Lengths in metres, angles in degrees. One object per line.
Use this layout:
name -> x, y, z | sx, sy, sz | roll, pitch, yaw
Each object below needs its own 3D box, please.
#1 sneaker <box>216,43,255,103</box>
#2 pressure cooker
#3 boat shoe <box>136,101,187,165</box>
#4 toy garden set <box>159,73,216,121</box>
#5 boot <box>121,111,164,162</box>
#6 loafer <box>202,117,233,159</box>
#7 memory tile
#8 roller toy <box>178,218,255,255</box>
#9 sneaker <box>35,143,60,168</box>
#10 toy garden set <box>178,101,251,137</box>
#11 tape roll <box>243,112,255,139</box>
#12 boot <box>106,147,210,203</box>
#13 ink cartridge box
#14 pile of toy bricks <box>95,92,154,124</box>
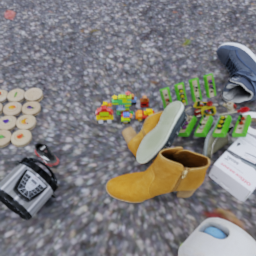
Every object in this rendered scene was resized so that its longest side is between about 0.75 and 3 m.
sneaker -> 4.085, -2.160, 10.880 | 2.106, 1.108, 2.915 | -27, 57, -23
pressure cooker -> -2.752, 1.597, 7.760 | 1.320, 1.300, 1.478 | 20, 53, 28
boat shoe -> 1.113, 0.270, 8.601 | 0.845, 0.750, 2.261 | 11, 63, 48
toy garden set -> 2.110, -0.832, 9.382 | 1.802, 1.502, 0.360 | -18, 31, 3
boot -> 0.888, 0.335, 9.266 | 1.964, 0.691, 1.406 | -26, 64, -20
loafer -> 2.960, 0.338, 9.148 | 0.645, 0.696, 1.851 | 22, 54, 22
memory tile -> -4.264, -0.439, 10.075 | 2.077, 0.227, 2.710 | 0, 51, 0
roller toy -> 2.171, 3.026, 6.315 | 1.336, 1.744, 1.912 | -36, 60, -25
sneaker -> -2.595, 0.834, 8.869 | 1.072, 0.524, 0.379 | 35, 57, 23
toy garden set -> 2.903, -0.413, 9.303 | 2.178, 0.435, 1.815 | -1, 36, 36
tape roll -> 4.427, -0.097, 9.816 | 1.086, 0.198, 1.086 | 0, 51, 1
boot -> 0.706, 1.225, 7.632 | 2.727, 1.952, 0.959 | 1, 50, 1
ink cartridge box -> 3.500, 1.145, 8.475 | 1.257, 0.732, 1.739 | 38, 60, 26
pile of toy bricks -> -0.107, -0.844, 9.883 | 2.075, 1.025, 1.151 | -2, 51, -2
